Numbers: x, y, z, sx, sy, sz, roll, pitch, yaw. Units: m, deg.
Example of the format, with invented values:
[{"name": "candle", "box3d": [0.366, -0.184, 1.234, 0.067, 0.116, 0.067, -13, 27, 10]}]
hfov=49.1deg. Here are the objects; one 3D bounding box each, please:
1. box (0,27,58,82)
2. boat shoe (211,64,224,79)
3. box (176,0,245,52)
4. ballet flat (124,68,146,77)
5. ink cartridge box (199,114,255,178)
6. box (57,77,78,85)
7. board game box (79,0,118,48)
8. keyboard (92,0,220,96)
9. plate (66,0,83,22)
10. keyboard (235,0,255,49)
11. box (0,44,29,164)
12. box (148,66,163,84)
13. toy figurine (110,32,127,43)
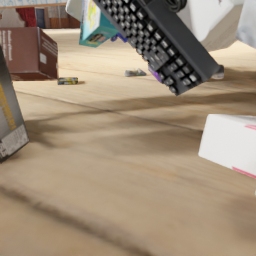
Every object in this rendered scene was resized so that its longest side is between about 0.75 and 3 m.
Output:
[{"name": "box", "box3d": [-2.362, -1.203, 4.785, 2.095, 0.785, 1.049, 1, 3, 1]}, {"name": "boat shoe", "box3d": [3.530, -2.808, 12.790, 0.757, 0.716, 2.111, -10, 25, -22]}, {"name": "box", "box3d": [2.040, -3.294, 6.692, 1.499, 2.294, 2.282, -16, -7, -16]}, {"name": "ballet flat", "box3d": [0.350, -2.513, 12.562, 1.056, 0.380, 0.380, -7, 24, -17]}, {"name": "ink cartridge box", "box3d": [2.335, 0.283, 4.898, 1.357, 0.767, 1.852, 21, 15, 41]}, {"name": "box", "box3d": [-2.437, -1.905, 11.351, 0.770, 0.190, 0.615, -1, 24, -4]}, {"name": "board game box", "box3d": [-0.679, -3.067, 6.873, 0.548, 1.762, 2.334, 5, 4, -20]}, {"name": "keyboard", "box3d": [0.124, -1.629, 3.836, 0.345, 2.686, 1.613, -45, 6, -20]}, {"name": "plate", "box3d": [-1.262, -4.187, 8.911, 0.278, 1.721, 1.718, 22, 6, 24]}, {"name": "keyboard", "box3d": [2.030, -0.958, 3.092, 0.131, 0.691, 2.457, -3, 35, -21]}, {"name": "box", "box3d": [-1.341, -0.488, 2.082, 1.160, 1.464, 0.354, 40, 60, 15]}, {"name": "box", "box3d": [1.616, -3.247, 12.170, 1.124, 2.011, 2.850, -2, 23, -7]}, {"name": "toy figurine", "box3d": [-0.211, -2.972, 7.538, 1.115, 1.266, 2.113, 20, 29, -41]}]
